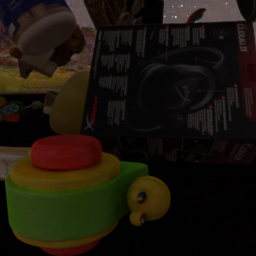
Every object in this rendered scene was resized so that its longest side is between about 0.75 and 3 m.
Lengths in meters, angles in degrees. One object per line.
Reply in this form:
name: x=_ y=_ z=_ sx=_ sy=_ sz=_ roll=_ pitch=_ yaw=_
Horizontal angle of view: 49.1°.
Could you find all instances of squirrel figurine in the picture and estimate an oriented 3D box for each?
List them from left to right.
squirrel figurine: x=-2.588 y=-3.267 z=9.308 sx=2.387 sy=2.228 sz=1.689 roll=21 pitch=27 yaw=-26

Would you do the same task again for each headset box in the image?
headset box: x=0.801 y=-0.557 z=4.395 sx=2.720 sy=2.025 sz=1.051 roll=1 pitch=-25 yaw=7

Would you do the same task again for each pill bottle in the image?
pill bottle: x=-2.256 y=-2.864 z=5.860 sx=1.374 sy=2.375 sz=1.374 roll=-33 pitch=3 yaw=2

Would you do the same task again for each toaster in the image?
toaster: x=0.343 y=-3.943 z=10.087 sx=1.659 sy=1.834 sz=1.088 roll=-8 pitch=36 yaw=-9

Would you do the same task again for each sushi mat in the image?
sushi mat: x=-2.135 y=0.494 z=4.238 sx=2.797 sy=0.169 sz=1.338 roll=2 pitch=9 yaw=12

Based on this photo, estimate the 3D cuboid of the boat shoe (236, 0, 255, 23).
boat shoe: x=1.615 y=-2.164 z=4.165 sx=0.458 sy=1.354 sz=0.486 roll=-10 pitch=-12 yaw=-11

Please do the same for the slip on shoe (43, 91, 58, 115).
slip on shoe: x=-1.791 y=-0.765 z=9.945 sx=2.645 sy=0.801 sz=1.006 roll=11 pitch=13 yaw=20

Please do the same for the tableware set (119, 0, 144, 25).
tableware set: x=0.047 y=-2.895 z=7.615 sx=0.145 sy=1.249 sz=1.043 roll=38 pitch=-22 yaw=13

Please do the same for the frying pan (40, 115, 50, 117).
frying pan: x=-2.482 y=-0.413 z=10.106 sx=0.830 sy=0.223 sz=1.373 roll=6 pitch=13 yaw=9

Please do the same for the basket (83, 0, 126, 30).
basket: x=-0.634 y=-3.646 z=8.385 sx=1.078 sy=1.032 sz=1.446 roll=-14 pitch=-23 yaw=8

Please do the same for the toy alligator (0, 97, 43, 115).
toy alligator: x=-4.535 y=-0.661 z=10.289 sx=2.732 sy=0.656 sz=0.906 roll=-1 pitch=-23 yaw=-2

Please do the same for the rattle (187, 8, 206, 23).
rattle: x=1.483 y=-3.263 z=10.354 sx=1.935 sy=2.709 sz=1.764 roll=28 pitch=43 yaw=21

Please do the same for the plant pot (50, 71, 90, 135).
plant pot: x=-0.793 y=-0.324 z=6.189 sx=1.086 sy=1.529 sz=1.529 roll=29 pitch=16 yaw=14

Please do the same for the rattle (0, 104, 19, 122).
rattle: x=-4.386 y=-0.351 z=8.498 sx=1.874 sy=1.220 sz=1.339 roll=26 pitch=14 yaw=-19

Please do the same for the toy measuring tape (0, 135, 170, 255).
toy measuring tape: x=-0.901 y=0.463 z=2.278 sx=2.470 sy=0.909 sz=0.909 roll=3 pitch=9 yaw=20

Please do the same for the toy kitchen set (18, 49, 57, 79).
toy kitchen set: x=-2.443 y=-1.760 z=7.865 sx=0.933 sy=0.761 sz=0.842 roll=23 pitch=-28 yaw=-5
